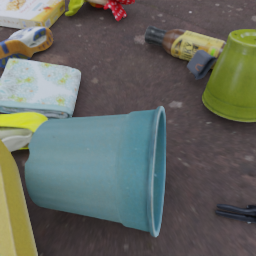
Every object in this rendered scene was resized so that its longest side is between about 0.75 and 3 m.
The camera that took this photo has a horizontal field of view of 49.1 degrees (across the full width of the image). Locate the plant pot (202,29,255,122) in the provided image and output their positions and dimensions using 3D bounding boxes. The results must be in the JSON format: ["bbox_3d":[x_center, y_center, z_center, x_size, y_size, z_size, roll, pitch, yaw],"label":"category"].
[{"bbox_3d":[2.962,-1.421,7.047,1.866,1.797,1.866,0,36,0],"label":"plant pot"}]

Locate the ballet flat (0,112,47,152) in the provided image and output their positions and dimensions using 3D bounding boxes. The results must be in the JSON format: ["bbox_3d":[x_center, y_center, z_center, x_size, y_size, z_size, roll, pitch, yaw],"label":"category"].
[{"bbox_3d":[-3.252,0.229,6.267,2.953,0.987,0.990,-7,36,-7],"label":"ballet flat"}]

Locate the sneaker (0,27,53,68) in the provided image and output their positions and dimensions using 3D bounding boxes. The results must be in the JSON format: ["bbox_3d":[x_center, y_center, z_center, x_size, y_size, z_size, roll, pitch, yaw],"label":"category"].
[{"bbox_3d":[-3.568,-2.641,9.119,0.993,0.848,2.254,23,46,33],"label":"sneaker"}]

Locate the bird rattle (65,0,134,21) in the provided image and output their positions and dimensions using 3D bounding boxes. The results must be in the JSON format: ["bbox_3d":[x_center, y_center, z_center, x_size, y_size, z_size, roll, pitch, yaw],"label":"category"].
[{"bbox_3d":[-1.106,-5.179,10.897,2.712,1.528,2.211,2,33,-2],"label":"bird rattle"}]

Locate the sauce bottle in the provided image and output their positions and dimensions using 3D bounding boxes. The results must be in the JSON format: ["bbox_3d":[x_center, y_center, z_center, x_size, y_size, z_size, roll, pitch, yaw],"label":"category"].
[{"bbox_3d":[1.865,-2.622,8.962,2.783,0.901,0.901,23,53,21],"label":"sauce bottle"}]

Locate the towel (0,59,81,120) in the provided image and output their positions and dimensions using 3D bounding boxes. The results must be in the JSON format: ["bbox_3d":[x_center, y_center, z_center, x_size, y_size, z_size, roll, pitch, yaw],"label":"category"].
[{"bbox_3d":[-2.436,-1.097,7.634,2.079,0.501,1.780,8,54,-7],"label":"towel"}]

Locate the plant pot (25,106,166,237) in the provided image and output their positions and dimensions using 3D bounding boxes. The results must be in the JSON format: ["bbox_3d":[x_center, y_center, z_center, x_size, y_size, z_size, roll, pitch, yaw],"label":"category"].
[{"bbox_3d":[-0.499,0.719,5.312,2.266,2.314,2.314,2,49,11],"label":"plant pot"}]

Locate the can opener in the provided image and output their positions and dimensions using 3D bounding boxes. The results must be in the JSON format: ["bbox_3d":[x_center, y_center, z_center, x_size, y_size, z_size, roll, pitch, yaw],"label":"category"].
[{"bbox_3d":[2.291,1.730,5.624,1.044,0.411,0.331,3,88,6],"label":"can opener"}]

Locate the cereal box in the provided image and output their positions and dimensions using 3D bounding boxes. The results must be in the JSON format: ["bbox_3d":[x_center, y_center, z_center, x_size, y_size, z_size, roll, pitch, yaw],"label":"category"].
[{"bbox_3d":[-3.982,-4.501,10.786,2.557,0.505,1.840,12,50,10],"label":"cereal box"}]

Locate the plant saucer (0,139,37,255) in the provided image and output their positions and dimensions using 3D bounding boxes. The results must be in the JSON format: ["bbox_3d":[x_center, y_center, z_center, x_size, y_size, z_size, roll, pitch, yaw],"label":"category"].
[{"bbox_3d":[-2.375,1.802,4.590,2.519,0.610,2.520,-47,50,20],"label":"plant saucer"}]

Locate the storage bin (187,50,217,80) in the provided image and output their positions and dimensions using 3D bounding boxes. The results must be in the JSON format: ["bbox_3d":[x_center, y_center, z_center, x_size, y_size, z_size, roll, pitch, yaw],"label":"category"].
[{"bbox_3d":[2.060,-1.859,8.083,0.552,0.759,0.510,-20,60,-43],"label":"storage bin"}]
